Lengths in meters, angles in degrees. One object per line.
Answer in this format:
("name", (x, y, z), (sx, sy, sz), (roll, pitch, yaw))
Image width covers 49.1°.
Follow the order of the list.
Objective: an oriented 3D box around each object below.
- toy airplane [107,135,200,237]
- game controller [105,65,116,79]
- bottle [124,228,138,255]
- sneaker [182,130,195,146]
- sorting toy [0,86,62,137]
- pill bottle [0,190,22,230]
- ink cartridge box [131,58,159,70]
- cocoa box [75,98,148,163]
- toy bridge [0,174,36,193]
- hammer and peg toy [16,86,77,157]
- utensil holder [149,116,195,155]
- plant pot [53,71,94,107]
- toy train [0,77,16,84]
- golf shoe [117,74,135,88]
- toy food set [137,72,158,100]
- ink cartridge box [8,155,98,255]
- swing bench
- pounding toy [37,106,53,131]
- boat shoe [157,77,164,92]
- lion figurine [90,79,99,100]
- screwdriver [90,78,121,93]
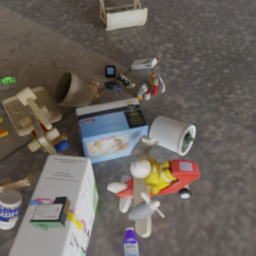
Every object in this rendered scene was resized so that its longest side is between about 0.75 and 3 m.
("toy airplane", (0.455, 1.471, 8.133), (2.495, 1.768, 2.506), (-47, 44, -12))
("game controller", (-0.850, -2.689, 13.382), (0.493, 0.199, 0.946), (7, 46, -9))
("bottle", (0.077, 3.313, 7.922), (0.387, 0.303, 0.927), (-3, 48, -2))
("sneaker", (1.966, 0.270, 9.683), (0.441, 0.482, 1.131), (-31, 10, 9))
("sorting toy", (-4.286, -0.538, 11.373), (2.651, 0.355, 1.975), (-26, 60, -21))
("pill bottle", (-3.486, 2.398, 8.142), (0.640, 1.069, 0.640), (15, 27, -8))
("ink cartridge box", (0.830, -3.142, 13.303), (1.126, 0.245, 0.978), (2, 40, 33))
("cocoa box", (-0.577, 0.105, 9.986), (2.263, 1.509, 1.485), (-11, 50, -10))
("toy bridge", (-3.889, 1.781, 8.588), (2.003, 0.273, 0.673), (-10, 15, 15))
("hammer and peg toy", (-2.711, 0.204, 8.922), (0.981, 2.781, 2.046), (-33, 45, -8))
("utensil holder", (1.569, 0.233, 10.081), (1.304, 1.109, 1.109), (23, 51, 30))
("plant pot", (-2.132, -1.442, 11.407), (1.253, 1.444, 1.444), (18, 36, -37))
("toy train", (-5.696, -2.203, 12.917), (0.987, 0.278, 0.206), (-11, 49, -9))
("golf shoe", (-0.124, -2.152, 12.873), (0.450, 0.395, 1.022), (-16, 49, -43))
("toy food set", (0.922, -1.817, 12.331), (0.665, 0.627, 1.393), (29, 54, 24))
("ink cartridge box", (-1.740, 2.524, 7.296), (1.234, 2.129, 2.940), (4, 46, 6))
("swing bench", (-0.366, -6.605, 16.150), (2.265, 1.477, 2.277), (-12, 54, -11))
("pounding toy", (-3.171, -0.302, 10.683), (0.753, 1.317, 0.756), (-15, 13, 7))
("boat shoe", (1.507, -1.938, 12.661), (0.283, 0.299, 0.854), (19, 41, -41))
("lion figurine", (-1.493, -1.611, 12.227), (0.641, 0.379, 1.047), (-8, 82, -22))
("screwdriver", (-0.944, -1.749, 10.976), (0.387, 0.371, 2.663), (-4, 18, -25))
